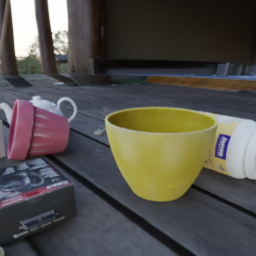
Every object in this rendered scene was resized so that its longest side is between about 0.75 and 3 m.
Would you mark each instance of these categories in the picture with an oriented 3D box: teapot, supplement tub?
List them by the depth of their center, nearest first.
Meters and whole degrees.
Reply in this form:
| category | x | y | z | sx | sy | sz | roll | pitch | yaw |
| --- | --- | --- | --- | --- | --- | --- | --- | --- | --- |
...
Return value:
| category | x | y | z | sx | sy | sz | roll | pitch | yaw |
| --- | --- | --- | --- | --- | --- | --- | --- | --- | --- |
| supplement tub | 3.061 | 0.530 | 8.820 | 1.806 | 1.806 | 2.485 | -13 | 20 | -40 |
| teapot | -3.956 | -0.511 | 12.614 | 2.456 | 1.817 | 2.488 | 6 | 16 | 21 |

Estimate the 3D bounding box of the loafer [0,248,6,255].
| category | x | y | z | sx | sy | sz | roll | pitch | yaw |
| --- | --- | --- | --- | --- | --- | --- | --- | --- | --- |
| loafer | -2.392 | 2.384 | 4.713 | 0.446 | 0.396 | 1.174 | -1 | 15 | -5 |

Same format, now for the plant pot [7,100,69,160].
| category | x | y | z | sx | sy | sz | roll | pitch | yaw |
| --- | --- | --- | --- | --- | --- | --- | --- | --- | --- |
| plant pot | -3.248 | 0.159 | 10.205 | 1.874 | 2.094 | 2.094 | 9 | 10 | -27 |

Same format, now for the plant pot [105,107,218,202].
| category | x | y | z | sx | sy | sz | roll | pitch | yaw |
| --- | --- | --- | --- | --- | --- | --- | --- | --- | --- |
| plant pot | 0.840 | 0.721 | 7.637 | 2.903 | 2.061 | 2.903 | 0 | 16 | 0 |

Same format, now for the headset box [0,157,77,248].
| category | x | y | z | sx | sy | sz | roll | pitch | yaw |
| --- | --- | --- | --- | --- | --- | --- | --- | --- | --- |
| headset box | -2.349 | 1.591 | 6.457 | 1.727 | 0.896 | 2.320 | -15 | 20 | -31 |

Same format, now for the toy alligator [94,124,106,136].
| category | x | y | z | sx | sy | sz | roll | pitch | yaw |
| --- | --- | --- | --- | --- | --- | --- | --- | --- | --- |
| toy alligator | -0.480 | -0.227 | 13.709 | 0.947 | 0.687 | 2.858 | 13 | 20 | 41 |

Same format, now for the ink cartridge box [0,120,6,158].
| category | x | y | z | sx | sy | sz | roll | pitch | yaw |
| --- | --- | --- | --- | --- | --- | --- | --- | --- | --- |
| ink cartridge box | -5.637 | 0.401 | 10.007 | 1.932 | 1.422 | 1.397 | 8 | 17 | 29 |
